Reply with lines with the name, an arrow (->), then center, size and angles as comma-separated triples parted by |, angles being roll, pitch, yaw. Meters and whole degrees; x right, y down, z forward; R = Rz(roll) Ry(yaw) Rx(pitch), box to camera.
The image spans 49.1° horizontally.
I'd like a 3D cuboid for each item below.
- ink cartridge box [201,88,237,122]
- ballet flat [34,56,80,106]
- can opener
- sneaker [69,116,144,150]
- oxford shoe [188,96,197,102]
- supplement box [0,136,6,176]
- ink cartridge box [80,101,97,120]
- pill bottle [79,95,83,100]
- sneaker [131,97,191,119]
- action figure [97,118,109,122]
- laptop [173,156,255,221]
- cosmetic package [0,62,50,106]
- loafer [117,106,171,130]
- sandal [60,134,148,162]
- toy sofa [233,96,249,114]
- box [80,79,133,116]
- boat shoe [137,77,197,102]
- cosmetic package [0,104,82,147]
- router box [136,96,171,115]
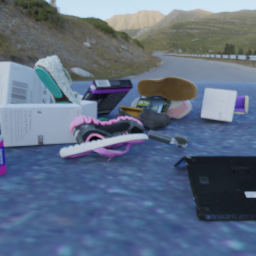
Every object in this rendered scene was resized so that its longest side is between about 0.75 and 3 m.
ink cartridge box -> 3.606, -0.951, 11.291 | 1.171, 1.176, 1.603 | 9, 8, 14
ballet flat -> -2.029, -1.132, 9.134 | 0.977, 2.724, 0.977 | -11, 41, 10
can opener -> 1.065, 0.265, 7.486 | 1.096, 0.364, 0.289 | 13, 25, 11
sneaker -> -0.473, 0.253, 7.669 | 2.161, 0.854, 1.031 | -1, 38, -24
oxford shoe -> 2.572, -1.285, 12.547 | 1.283, 0.370, 0.482 | -20, 32, 58
supplement box -> -3.146, 0.661, 5.090 | 0.847, 0.829, 1.639 | 4, 12, 17
ink cartridge box -> -2.001, -0.575, 10.759 | 1.375, 0.884, 0.861 | 7, 14, 24
pill bottle -> -2.606, -1.457, 15.457 | 0.711, 0.711, 1.250 | -2, 12, -10
sneaker -> 1.474, -0.832, 12.170 | 2.679, 1.008, 1.401 | -9, -22, 37
action figure -> -0.678, -0.077, 8.909 | 1.198, 0.327, 0.707 | 12, -27, 44
laptop -> 1.863, 1.051, 5.011 | 1.789, 1.043, 2.019 | -1, 37, 0
cosmetic package -> -4.350, -1.171, 10.120 | 2.349, 1.966, 1.954 | 5, 0, 28
loafer -> 0.533, -0.394, 9.831 | 1.913, 0.692, 0.696 | 2, 43, 8
sandal -> -0.541, 0.541, 6.619 | 2.110, 0.518, 0.858 | -11, -5, 9
toy sofa -> 4.926, -1.199, 13.976 | 1.970, 0.816, 0.961 | 5, 12, 24
box -> -1.102, -1.193, 11.754 | 1.725, 0.436, 2.413 | -8, -23, -36
boat shoe -> 1.500, -1.464, 10.274 | 2.385, 0.860, 0.858 | 6, 16, 38
cosmetic package -> -2.438, -0.118, 7.995 | 2.174, 1.105, 0.805 | -3, 13, -21
router box -> 0.931, -0.769, 11.276 | 1.357, 1.017, 0.421 | 10, -19, 43
